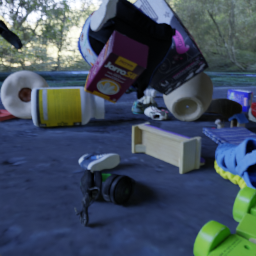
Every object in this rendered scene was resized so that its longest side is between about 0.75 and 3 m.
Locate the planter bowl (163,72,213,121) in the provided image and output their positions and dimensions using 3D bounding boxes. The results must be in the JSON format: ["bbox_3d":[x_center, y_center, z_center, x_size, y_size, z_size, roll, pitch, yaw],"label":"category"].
[{"bbox_3d":[2.505,-1.210,11.798,2.168,2.168,1.459,3,41,10],"label":"planter bowl"}]

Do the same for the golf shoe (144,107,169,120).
[{"bbox_3d":[1.142,-0.612,12.157,1.260,0.487,0.555,13,26,42],"label":"golf shoe"}]

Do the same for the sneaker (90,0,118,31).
[{"bbox_3d":[-0.491,-2.635,6.468,0.385,1.024,0.453,23,-3,34],"label":"sneaker"}]

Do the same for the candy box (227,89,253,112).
[{"bbox_3d":[5.574,-1.376,13.999,0.449,0.985,1.165,-12,19,-29],"label":"candy box"}]

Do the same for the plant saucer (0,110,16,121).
[{"bbox_3d":[-5.663,-0.533,12.284,1.289,0.237,1.291,6,17,22],"label":"plant saucer"}]

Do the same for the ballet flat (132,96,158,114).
[{"bbox_3d":[0.927,-1.219,13.921,0.796,0.796,2.144,8,17,28],"label":"ballet flat"}]

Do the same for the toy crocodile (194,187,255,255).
[{"bbox_3d":[1.632,1.521,3.566,0.948,0.867,2.808,14,25,43],"label":"toy crocodile"}]

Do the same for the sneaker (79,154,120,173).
[{"bbox_3d":[-0.752,0.780,6.984,0.950,0.383,0.696,-17,26,-34],"label":"sneaker"}]

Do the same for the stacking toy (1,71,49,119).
[{"bbox_3d":[-4.576,-1.498,13.153,2.048,2.048,2.803,-3,5,-10],"label":"stacking toy"}]

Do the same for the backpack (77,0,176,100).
[{"bbox_3d":[-0.184,-2.254,7.557,2.214,2.325,1.791,38,-19,-30],"label":"backpack"}]

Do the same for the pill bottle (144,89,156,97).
[{"bbox_3d":[1.283,-2.245,18.157,0.956,0.544,0.544,8,17,27],"label":"pill bottle"}]

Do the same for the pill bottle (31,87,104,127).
[{"bbox_3d":[-2.317,-0.840,10.950,2.667,1.494,1.494,-3,15,-11],"label":"pill bottle"}]

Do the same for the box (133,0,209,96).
[{"bbox_3d":[1.072,-2.808,9.307,1.869,2.829,1.623,-34,-16,21],"label":"box"}]

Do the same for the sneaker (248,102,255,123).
[{"bbox_3d":[6.111,-0.656,11.177,2.413,1.025,0.929,1,15,5],"label":"sneaker"}]

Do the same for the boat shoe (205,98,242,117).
[{"bbox_3d":[4.337,-1.053,13.094,0.776,0.821,2.283,-14,20,-40],"label":"boat shoe"}]

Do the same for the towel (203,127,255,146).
[{"bbox_3d":[3.428,0.374,8.388,1.586,0.261,2.191,-3,21,-14],"label":"towel"}]

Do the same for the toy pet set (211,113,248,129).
[{"bbox_3d":[3.788,-0.152,10.060,1.100,0.626,1.178,-8,17,-27],"label":"toy pet set"}]

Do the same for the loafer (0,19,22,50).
[{"bbox_3d":[-3.344,-2.550,7.706,0.345,1.017,0.357,-38,6,38],"label":"loafer"}]

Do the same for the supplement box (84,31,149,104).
[{"bbox_3d":[-0.293,-1.281,6.229,0.832,0.646,1.507,21,-34,-20],"label":"supplement box"}]

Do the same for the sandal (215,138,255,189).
[{"bbox_3d":[2.556,0.718,5.830,1.036,1.135,2.607,-3,13,-3],"label":"sandal"}]

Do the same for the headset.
[{"bbox_3d":[-0.470,1.226,5.284,1.049,0.798,1.699,7,1,15],"label":"headset"}]

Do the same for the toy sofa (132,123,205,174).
[{"bbox_3d":[1.050,0.438,7.441,0.970,0.823,1.988,-12,19,-36],"label":"toy sofa"}]
